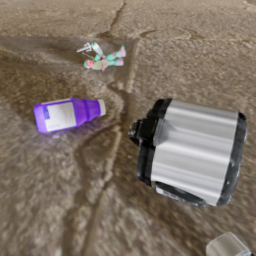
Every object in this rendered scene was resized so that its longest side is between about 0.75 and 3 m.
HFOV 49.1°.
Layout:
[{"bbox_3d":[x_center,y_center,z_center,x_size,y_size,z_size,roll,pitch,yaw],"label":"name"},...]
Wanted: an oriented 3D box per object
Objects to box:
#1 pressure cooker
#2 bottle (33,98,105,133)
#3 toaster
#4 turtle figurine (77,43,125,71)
[{"bbox_3d":[1.314,0.481,6.869,2.655,2.335,2.371,14,35,15],"label":"pressure cooker"},{"bbox_3d":[-1.951,-0.508,9.485,2.316,0.967,0.756,-13,19,-18],"label":"bottle"},{"bbox_3d":[1.982,2.483,5.556,0.884,0.502,0.571,-23,38,-12],"label":"toaster"},{"bbox_3d":[-1.330,-3.314,13.477,2.266,1.141,1.697,-11,-4,-18],"label":"turtle figurine"}]
